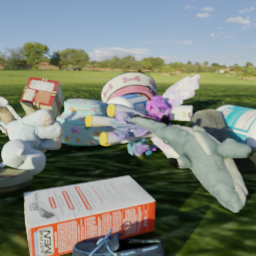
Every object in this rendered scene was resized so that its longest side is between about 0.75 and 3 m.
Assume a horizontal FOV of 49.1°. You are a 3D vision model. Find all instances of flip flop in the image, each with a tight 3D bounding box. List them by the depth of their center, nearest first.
[{"bbox_3d":[-3.570,0.928,6.175,2.884,0.830,1.170,1,12,4],"label":"flip flop"}]

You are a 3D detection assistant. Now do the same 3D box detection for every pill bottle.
[{"bbox_3d":[3.659,0.183,8.222,1.428,1.428,2.578,-5,14,-21],"label":"pill bottle"},{"bbox_3d":[-0.133,-0.637,11.913,1.462,1.462,2.605,7,14,29],"label":"pill bottle"}]

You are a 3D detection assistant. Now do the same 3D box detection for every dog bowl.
[{"bbox_3d":[0.117,-1.307,13.080,2.677,2.677,0.987,-3,55,-12],"label":"dog bowl"}]

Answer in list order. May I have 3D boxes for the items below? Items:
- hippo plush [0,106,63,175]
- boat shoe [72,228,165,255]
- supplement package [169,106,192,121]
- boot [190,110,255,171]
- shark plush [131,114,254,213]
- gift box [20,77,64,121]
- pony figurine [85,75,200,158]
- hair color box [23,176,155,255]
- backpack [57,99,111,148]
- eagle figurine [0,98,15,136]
[{"bbox_3d":[-2.458,0.333,6.970,1.401,1.759,1.414,-37,31,20],"label":"hippo plush"},{"bbox_3d":[-0.134,1.632,3.873,1.276,0.438,0.537,0,12,2],"label":"boat shoe"},{"bbox_3d":[2.698,-0.777,14.431,1.163,0.645,0.905,3,12,15],"label":"supplement package"},{"bbox_3d":[2.743,0.261,7.823,1.809,0.722,1.989,2,34,3],"label":"boot"},{"bbox_3d":[1.293,0.445,5.813,2.803,1.273,1.167,43,52,9],"label":"shark plush"},{"bbox_3d":[-4.087,-1.352,13.233,1.802,1.663,1.683,13,-26,3],"label":"gift box"},{"bbox_3d":[0.651,-0.058,7.674,2.915,2.428,2.814,3,-10,-29],"label":"pony figurine"},{"bbox_3d":[-0.654,1.387,4.603,1.927,0.616,1.068,-4,15,-23],"label":"hair color box"},{"bbox_3d":[-1.508,-0.163,9.606,1.822,1.589,2.073,5,19,-1],"label":"backpack"},{"bbox_3d":[-4.940,-0.303,10.668,1.384,1.391,1.834,36,0,-13],"label":"eagle figurine"}]
